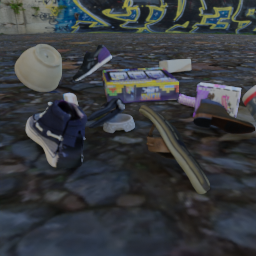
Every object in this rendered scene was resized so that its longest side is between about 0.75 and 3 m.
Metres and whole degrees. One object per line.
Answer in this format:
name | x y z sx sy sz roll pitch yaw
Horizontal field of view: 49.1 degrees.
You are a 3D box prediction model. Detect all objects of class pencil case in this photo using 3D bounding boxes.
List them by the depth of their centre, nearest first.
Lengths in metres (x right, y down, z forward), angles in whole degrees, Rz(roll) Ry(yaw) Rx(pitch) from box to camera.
pencil case | 2.167 -0.970 9.913 0.348 0.354 0.829 -35 38 -30

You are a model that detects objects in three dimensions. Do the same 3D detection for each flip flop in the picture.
flip flop | 0.775 0.397 5.614 0.929 0.659 2.290 29 25 -54

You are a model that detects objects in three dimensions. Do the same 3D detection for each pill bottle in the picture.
pill bottle | 3.432 -0.216 6.241 1.007 1.007 1.685 -13 67 -28

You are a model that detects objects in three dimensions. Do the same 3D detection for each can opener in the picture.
can opener | -0.594 -0.393 7.781 0.625 0.504 1.589 -26 12 38

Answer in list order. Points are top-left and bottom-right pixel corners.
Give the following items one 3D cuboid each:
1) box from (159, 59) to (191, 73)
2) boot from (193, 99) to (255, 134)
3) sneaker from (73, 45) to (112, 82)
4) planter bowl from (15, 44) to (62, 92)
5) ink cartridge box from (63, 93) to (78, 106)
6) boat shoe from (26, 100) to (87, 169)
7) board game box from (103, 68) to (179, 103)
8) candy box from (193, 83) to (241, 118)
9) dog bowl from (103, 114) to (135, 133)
box | 2.546 -3.343 15.092 1.611 0.626 0.765 -12 14 -27
boot | 2.617 -0.352 7.562 1.592 0.595 0.772 13 59 7
sneaker | -1.630 -2.700 11.586 1.876 0.821 0.710 -35 16 2
planter bowl | -3.480 -2.581 11.413 1.865 1.255 1.865 23 47 -27
ink cartridge box | -1.941 -0.916 9.454 0.257 0.440 0.759 -19 19 -22
boat shoe | -1.680 -0.155 6.600 0.988 1.227 2.647 2 20 -37
board game box | 0.402 -1.738 11.136 2.693 0.763 2.226 -4 27 -7
candy box | 2.667 -0.754 8.439 1.224 1.026 0.438 12 24 23
dog bowl | -0.265 -0.146 7.980 0.907 0.266 0.907 -4 22 2
